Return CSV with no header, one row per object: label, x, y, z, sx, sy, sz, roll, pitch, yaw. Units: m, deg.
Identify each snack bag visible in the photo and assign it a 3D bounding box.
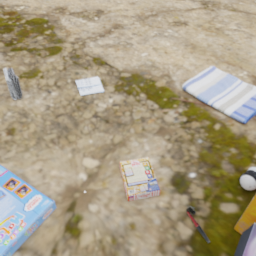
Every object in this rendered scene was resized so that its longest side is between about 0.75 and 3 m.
snack bag,-1.552,-1.674,11.248,1.006,0.114,1.067,-11,45,-12

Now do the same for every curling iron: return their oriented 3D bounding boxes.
curling iron,1.734,2.391,6.965,0.126,0.244,0.984,6,44,-37

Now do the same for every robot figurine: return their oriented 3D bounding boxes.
robot figurine,3.467,1.410,7.795,0.782,0.588,0.488,-32,69,-29

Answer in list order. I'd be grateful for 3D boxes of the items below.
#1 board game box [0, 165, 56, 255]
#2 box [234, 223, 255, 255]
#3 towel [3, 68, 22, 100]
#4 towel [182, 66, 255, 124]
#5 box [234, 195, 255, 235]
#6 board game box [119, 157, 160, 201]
board game box,-3.279,2.032,7.181,2.251,0.412,1.703,25,49,24
box,2.818,3.171,5.049,1.987,1.235,2.003,22,67,22
towel,-4.347,-1.682,10.606,0.437,1.021,0.846,-17,48,-19
towel,3.782,-1.391,10.795,2.132,0.346,2.903,-32,53,-28
box,3.428,1.168,6.218,0.620,2.991,1.780,34,53,30
board game box,0.305,1.416,7.921,0.908,0.277,1.198,-8,45,-8
